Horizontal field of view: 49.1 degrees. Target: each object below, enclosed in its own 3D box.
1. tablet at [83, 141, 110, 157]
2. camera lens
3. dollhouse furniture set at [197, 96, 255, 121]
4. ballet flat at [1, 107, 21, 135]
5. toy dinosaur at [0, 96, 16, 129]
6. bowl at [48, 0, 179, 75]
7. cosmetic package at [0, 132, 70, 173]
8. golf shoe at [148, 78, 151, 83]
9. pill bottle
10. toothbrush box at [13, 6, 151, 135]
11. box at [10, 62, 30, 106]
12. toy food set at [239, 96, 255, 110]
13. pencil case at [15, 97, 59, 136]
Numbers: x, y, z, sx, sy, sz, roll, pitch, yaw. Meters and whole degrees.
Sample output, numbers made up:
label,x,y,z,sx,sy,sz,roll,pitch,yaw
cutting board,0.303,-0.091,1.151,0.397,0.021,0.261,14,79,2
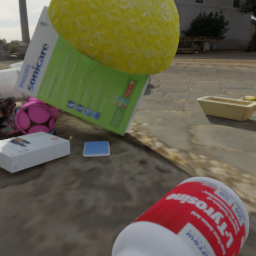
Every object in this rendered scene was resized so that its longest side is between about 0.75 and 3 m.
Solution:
label,x,y,z,sx,sy,sz,roll,pitch,yaw
tablet,-0.668,0.439,5.943,0.530,0.056,0.815,-2,16,-5
camera lens,-3.476,-1.155,7.950,1.195,0.956,0.956,-13,20,-19
dollhouse furniture set,3.121,-1.116,7.630,2.916,2.069,2.310,15,22,41
ballet flat,-3.047,-0.188,7.400,0.557,0.541,1.565,-21,20,-5
toy dinosaur,-3.394,-0.084,6.201,1.547,1.165,2.280,-30,30,49
bowl,-0.031,-2.654,5.865,2.952,1.588,2.952,17,43,-16
cosmetic package,-1.885,0.413,5.314,0.935,0.320,1.240,15,20,36
golf shoe,0.415,-2.696,15.246,1.245,1.091,2.826,-12,7,17
pill bottle,0.417,1.068,2.422,0.847,0.847,1.508,12,21,35
toothbrush box,-0.913,-1.279,6.596,2.722,1.982,1.172,22,6,2
box,-2.988,-1.624,9.738,1.786,1.530,1.777,-20,20,-20
toy food set,4.872,-1.062,10.360,1.436,0.417,2.080,6,18,20
pencil case,-2.279,-0.452,7.427,1.003,0.972,2.142,-38,23,1
